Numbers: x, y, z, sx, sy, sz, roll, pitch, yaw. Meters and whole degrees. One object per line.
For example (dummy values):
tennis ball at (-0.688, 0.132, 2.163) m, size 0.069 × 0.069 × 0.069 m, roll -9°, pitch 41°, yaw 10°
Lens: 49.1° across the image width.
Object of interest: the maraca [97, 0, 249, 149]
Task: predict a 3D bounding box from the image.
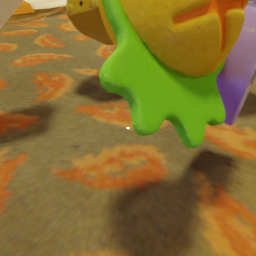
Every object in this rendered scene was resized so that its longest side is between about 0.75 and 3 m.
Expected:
maraca at (0.450, -1.142, 2.858) m, size 1.820 × 2.654 × 1.420 m, roll 13°, pitch -19°, yaw -31°

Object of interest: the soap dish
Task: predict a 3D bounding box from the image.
soap dish at (-2.891, -2.636, 5.558) m, size 0.877 × 2.159 × 1.699 m, roll 40°, pitch 5°, yaw -14°

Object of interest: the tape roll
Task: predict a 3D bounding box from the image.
tape roll at (1.610, -0.952, 4.324) m, size 0.733 × 1.724 × 1.724 m, roll 25°, pitch 39°, yaw 19°

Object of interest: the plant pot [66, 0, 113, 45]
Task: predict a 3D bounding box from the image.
plant pot at (-0.594, -3.582, 7.836) m, size 1.990 × 1.977 × 2.036 m, roll 6°, pitch 7°, yaw 40°

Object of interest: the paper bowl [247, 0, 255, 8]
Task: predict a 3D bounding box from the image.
paper bowl at (3.128, -3.508, 6.645) m, size 2.010 × 1.045 × 2.010 m, roll 7°, pitch 66°, yaw -16°
